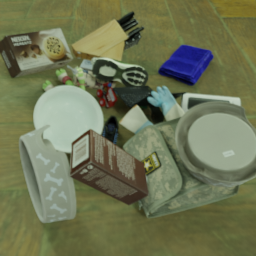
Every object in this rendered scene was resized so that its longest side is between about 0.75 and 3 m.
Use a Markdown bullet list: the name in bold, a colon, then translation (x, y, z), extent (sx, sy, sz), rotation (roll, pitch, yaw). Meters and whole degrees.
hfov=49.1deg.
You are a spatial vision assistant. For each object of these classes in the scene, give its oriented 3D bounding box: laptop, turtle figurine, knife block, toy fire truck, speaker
- **laptop**: translation (0.668, -1.246, 9.407), extent (1.634, 0.952, 1.844), rotation (-8, 43, -34)
- **turtle figurine**: translation (-2.343, -1.521, 9.811), extent (2.177, 1.566, 2.111), rotation (9, 17, -42)
- **knife block**: translation (-0.782, -3.901, 11.679), extent (2.744, 0.878, 2.408), rotation (11, 83, -9)
- **toy fire truck**: translation (-0.712, -1.212, 10.082), extent (0.516, 0.772, 0.919), rotation (-5, 67, -35)
- **speaker**: translation (2.803, -0.729, 9.648), extent (1.933, 0.785, 0.785), rotation (7, 47, 7)

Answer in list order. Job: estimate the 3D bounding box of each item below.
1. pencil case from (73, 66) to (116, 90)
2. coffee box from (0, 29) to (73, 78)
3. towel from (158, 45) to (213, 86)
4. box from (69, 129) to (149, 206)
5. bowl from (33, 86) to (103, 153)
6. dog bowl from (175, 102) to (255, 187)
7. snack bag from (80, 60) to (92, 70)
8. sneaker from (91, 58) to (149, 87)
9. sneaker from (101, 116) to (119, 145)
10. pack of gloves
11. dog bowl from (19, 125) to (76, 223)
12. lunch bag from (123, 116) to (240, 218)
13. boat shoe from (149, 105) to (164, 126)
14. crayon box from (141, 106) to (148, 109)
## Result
- **pencil case**: translation (-1.231, -1.819, 10.532), extent (1.600, 0.623, 0.716), rotation (7, 83, -32)
- **coffee box**: translation (-3.530, -2.911, 10.816), extent (2.365, 1.337, 0.944), rotation (-27, 8, -42)
- **towel**: translation (2.494, -2.781, 11.853), extent (1.667, 0.559, 2.257), rotation (25, 52, 20)
- **box**: translation (-0.404, 0.956, 6.503), extent (0.727, 1.939, 0.971), rotation (-35, 39, 26)
- **bowl**: translation (-1.944, -0.175, 8.840), extent (2.145, 0.964, 2.145), rotation (8, 72, -25)
- **dog bowl**: translation (2.213, 0.408, 6.720), extent (2.206, 0.647, 2.206), rotation (-2, 55, 4)
- **snack bag**: translation (-1.300, -2.830, 12.169), extent (1.301, 0.139, 1.227), rotation (13, 47, 3)
- **sneaker**: translation (-0.319, -2.193, 10.516), extent (2.487, 0.956, 1.102), rotation (13, 28, -33)
- **sneaker**: translation (-0.625, 0.315, 8.859), extent (0.570, 0.634, 1.627), rotation (8, 46, -3)
- **pack of gloves**: translation (0.887, -0.219, 8.346), extent (1.653, 1.967, 0.388), rotation (-46, 49, 2)
- **dog bowl**: translation (-2.057, 1.177, 6.908), extent (0.719, 2.453, 2.453), rotation (-15, 48, -27)
- **lunch bag**: translation (1.324, 0.992, 7.653), extent (2.724, 1.601, 2.234), rotation (-17, 52, -5)
- **boat shoe**: translation (0.971, -0.361, 9.636), extent (0.463, 0.452, 1.225), rotation (-2, 39, -1)
- **crayon box**: translation (0.427, -1.020, 10.449), extent (0.786, 0.200, 0.499), rotation (18, 49, 17)
